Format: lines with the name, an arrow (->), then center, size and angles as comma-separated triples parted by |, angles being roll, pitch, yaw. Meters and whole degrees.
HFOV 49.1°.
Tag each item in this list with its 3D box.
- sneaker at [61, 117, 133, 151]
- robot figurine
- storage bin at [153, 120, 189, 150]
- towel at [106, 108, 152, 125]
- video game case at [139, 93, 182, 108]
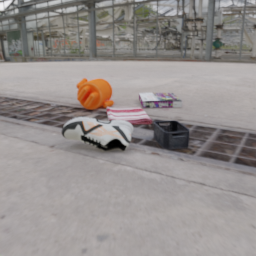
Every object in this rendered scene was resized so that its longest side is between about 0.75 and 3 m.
sneaker -> -1.019, 0.240, 8.958 | 2.321, 0.856, 0.928 | 1, 54, 5
robot figurine -> -1.745, -1.853, 14.864 | 1.819, 1.475, 2.530 | 4, 18, 18
storage bin -> 1.465, 0.216, 9.646 | 0.890, 0.617, 1.316 | -4, 18, -12
towel -> -0.037, -0.602, 12.840 | 1.834, 0.290, 2.547 | -2, 17, -8
video game case -> 1.729, -1.569, 15.699 | 2.104, 0.416, 2.322 | -1, 17, -4
